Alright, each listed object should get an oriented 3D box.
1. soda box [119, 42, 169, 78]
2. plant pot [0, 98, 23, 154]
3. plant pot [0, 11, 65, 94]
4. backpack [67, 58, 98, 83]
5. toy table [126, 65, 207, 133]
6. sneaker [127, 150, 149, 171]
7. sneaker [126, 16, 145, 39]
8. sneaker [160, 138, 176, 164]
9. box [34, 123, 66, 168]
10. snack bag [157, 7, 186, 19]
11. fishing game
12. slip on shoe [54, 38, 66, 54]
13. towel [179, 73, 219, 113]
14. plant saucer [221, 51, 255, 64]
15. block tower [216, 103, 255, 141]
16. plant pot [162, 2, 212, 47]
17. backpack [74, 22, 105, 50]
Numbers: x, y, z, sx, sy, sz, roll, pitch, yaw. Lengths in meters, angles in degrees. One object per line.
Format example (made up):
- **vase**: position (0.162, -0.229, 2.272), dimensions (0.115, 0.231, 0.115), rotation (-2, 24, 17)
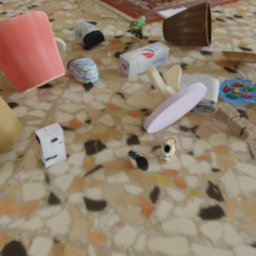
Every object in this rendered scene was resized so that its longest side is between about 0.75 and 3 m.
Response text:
- **soda box**: position (0.707, -3.012, 12.248), dimensions (2.251, 0.768, 0.714), rotation (-26, 54, -26)
- **plant pot**: position (-4.487, -0.446, 8.381), dimensions (1.920, 2.060, 1.920), rotation (-6, 41, 5)
- **plant pot**: position (-3.653, -2.664, 10.347), dimensions (2.575, 2.279, 2.575), rotation (-24, 14, 6)
- **backpack**: position (-1.789, -2.371, 11.531), dimensions (1.110, 1.046, 1.361), rotation (-10, 54, -25)
- **toy table**: position (1.203, -1.018, 9.222), dimensions (2.336, 2.147, 1.368), rotation (-31, 67, -15)
- **sneaker**: position (0.327, 1.029, 8.066), dimensions (0.350, 0.418, 0.944), rotation (-23, 34, -17)
- **sneaker**: position (0.448, -5.011, 13.687), dimensions (0.873, 1.006, 2.271), rotation (24, 18, -16)
- **sneaker**: position (1.254, 0.583, 8.558), dimensions (0.394, 0.474, 1.051), rotation (12, 44, 13)
- **box**: position (-2.214, 0.518, 8.069), dimensions (0.703, 1.206, 0.363), rotation (-24, 50, -30)
- **snack bag**: position (3.130, -6.748, 16.781), dimensions (2.100, 0.225, 1.980), rotation (-19, 45, -20)
- **fishing game**: position (4.306, -1.517, 10.813), dimensions (2.489, 0.387, 1.783), rotation (4, 43, 16)
- **slip on shoe**: position (-4.192, -4.039, 13.260), dimensions (2.681, 0.993, 0.820), rotation (6, 50, 14)
- **towel**: position (2.451, -1.271, 10.428), dimensions (1.689, 0.723, 1.399), rotation (11, 49, 14)
- **plant saucer**: position (5.061, -3.032, 12.121), dimensions (2.073, 0.367, 2.073), rotation (6, 14, -1)
- **block tower**: position (3.622, -0.206, 9.455), dimensions (0.461, 0.431, 1.596), rotation (-16, 44, -18)
- **plant pot**: position (2.850, -4.885, 13.686), dimensions (2.191, 2.048, 2.048), rotation (0, 40, 23)
- **backpack**: position (-2.017, -4.604, 13.906), dimensions (1.244, 0.943, 1.490), rotation (-29, 46, -24)
